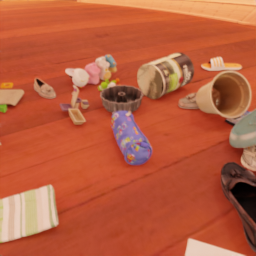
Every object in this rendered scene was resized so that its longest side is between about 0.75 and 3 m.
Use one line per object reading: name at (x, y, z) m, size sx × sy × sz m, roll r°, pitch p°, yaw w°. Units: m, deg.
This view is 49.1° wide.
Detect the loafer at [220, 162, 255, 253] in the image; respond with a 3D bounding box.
loafer at (3.014, 1.701, 7.025) m, size 1.016 × 0.890 × 2.827 m, roll -17°, pitch 32°, yaw 10°

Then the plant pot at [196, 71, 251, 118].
plant pot at (3.580, -1.207, 11.057) m, size 1.764 × 1.764 × 1.615 m, roll -9°, pitch 1°, yaw -15°

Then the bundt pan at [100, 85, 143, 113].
bundt pan at (-0.271, -1.163, 12.021) m, size 1.848 × 0.694 × 1.848 m, roll -1°, pitch 32°, yaw 0°

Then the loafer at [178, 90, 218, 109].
loafer at (3.312, -1.373, 12.311) m, size 2.327 × 0.731 × 0.836 m, roll -7°, pitch 33°, yaw -12°

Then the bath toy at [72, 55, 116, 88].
bath toy at (-1.777, -2.773, 14.351) m, size 2.758 × 1.199 × 1.019 m, roll -36°, pitch 9°, yaw -40°

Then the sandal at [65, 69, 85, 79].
sandal at (-2.554, -2.693, 14.738) m, size 1.792 × 0.514 × 0.687 m, roll -7°, pitch 47°, yaw -51°

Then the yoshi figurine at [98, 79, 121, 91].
yoshi figurine at (-0.899, -2.052, 13.569) m, size 1.109 × 0.621 × 0.623 m, roll -18°, pitch 43°, yaw -21°

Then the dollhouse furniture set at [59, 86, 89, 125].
dollhouse furniture set at (-1.843, -0.943, 11.226) m, size 1.216 × 1.089 × 1.534 m, roll -1°, pitch 38°, yaw -35°

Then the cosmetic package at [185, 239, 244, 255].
cosmetic package at (2.330, 2.977, 4.906) m, size 2.804 × 1.157 × 0.710 m, roll 11°, pitch 33°, yaw 18°

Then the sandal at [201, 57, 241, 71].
sandal at (5.414, -3.772, 16.234) m, size 2.354 × 0.675 × 0.902 m, roll -2°, pitch 32°, yaw -4°

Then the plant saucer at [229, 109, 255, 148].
plant saucer at (4.403, -0.228, 9.173) m, size 2.529 × 0.347 × 2.529 m, roll -36°, pitch 6°, yaw 5°

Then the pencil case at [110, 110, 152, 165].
pencil case at (0.054, 0.238, 9.491) m, size 0.899 × 1.000 × 2.304 m, roll 17°, pitch 25°, yaw -27°

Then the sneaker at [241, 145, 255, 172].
sneaker at (4.091, 0.580, 8.961) m, size 0.902 × 0.952 × 2.317 m, roll 5°, pitch 33°, yaw 8°

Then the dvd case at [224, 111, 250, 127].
dvd case at (4.678, -0.288, 11.153) m, size 1.389 × 0.122 × 0.991 m, roll -21°, pitch 39°, yaw -31°

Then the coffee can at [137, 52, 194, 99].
coffee can at (1.773, -2.474, 13.181) m, size 2.243 × 1.642 × 1.642 m, roll -28°, pitch 41°, yaw -34°

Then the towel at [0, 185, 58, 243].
towel at (-2.587, 2.083, 6.861) m, size 1.606 × 0.247 × 1.198 m, roll -14°, pitch 45°, yaw -10°

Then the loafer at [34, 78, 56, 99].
loafer at (-4.036, -1.892, 13.339) m, size 0.609 × 0.533 × 1.694 m, roll -25°, pitch 40°, yaw -34°

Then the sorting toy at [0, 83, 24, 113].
sorting toy at (-5.653, -1.327, 12.619) m, size 1.543 × 0.373 × 2.740 m, roll 4°, pitch 32°, yaw -2°
